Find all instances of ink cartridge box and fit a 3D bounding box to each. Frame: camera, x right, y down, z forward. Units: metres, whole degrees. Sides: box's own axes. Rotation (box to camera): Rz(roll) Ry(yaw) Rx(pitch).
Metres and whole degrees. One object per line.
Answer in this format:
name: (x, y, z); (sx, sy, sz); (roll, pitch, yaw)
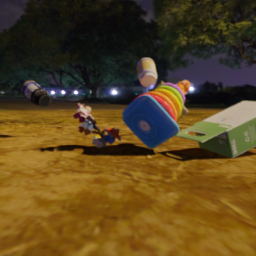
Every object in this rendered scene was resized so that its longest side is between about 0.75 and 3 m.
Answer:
ink cartridge box: (2.698, 0.103, 7.479); (2.611, 0.774, 1.355); (-23, 15, -17)

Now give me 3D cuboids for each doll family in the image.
doll family: (-1.004, 0.037, 8.281); (1.660, 0.748, 1.030); (38, 20, -4)

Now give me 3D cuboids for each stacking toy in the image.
stacking toy: (1.161, -0.762, 8.314); (2.616, 1.436, 1.518); (-44, 2, -37)

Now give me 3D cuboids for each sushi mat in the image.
sushi mat: (1.523, -0.818, 11.905); (2.961, 1.417, 0.179); (34, 14, -52)

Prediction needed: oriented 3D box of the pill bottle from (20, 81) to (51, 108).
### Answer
pill bottle: (-3.688, -1.341, 11.236); (1.287, 0.720, 0.720); (34, 24, 31)

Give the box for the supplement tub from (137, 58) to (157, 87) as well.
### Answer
supplement tub: (0.562, -1.658, 8.416); (0.559, 0.768, 0.559); (-3, -39, -3)
